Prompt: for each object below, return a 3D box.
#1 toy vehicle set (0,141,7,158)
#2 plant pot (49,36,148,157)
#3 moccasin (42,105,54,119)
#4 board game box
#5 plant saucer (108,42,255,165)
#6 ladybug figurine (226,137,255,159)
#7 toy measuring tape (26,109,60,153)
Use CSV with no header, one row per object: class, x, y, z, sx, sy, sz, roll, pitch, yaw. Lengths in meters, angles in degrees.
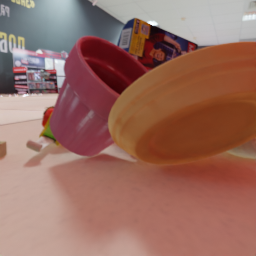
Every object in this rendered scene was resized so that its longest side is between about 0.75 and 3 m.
toy vehicle set,-3.270,0.470,4.687,1.973,0.262,1.226,0,9,0
plant pot,-0.513,-0.411,4.955,1.794,1.606,1.794,30,31,-20
moccasin,-2.876,-0.587,10.523,0.558,0.589,1.527,0,9,-2
board game box,0.847,-1.003,7.631,2.915,2.916,0.899,9,3,-36
plant saucer,1.032,-0.092,3.900,2.595,0.486,2.595,-11,-26,-5
ladybug figurine,2.714,0.115,5.440,1.997,0.718,1.355,-5,10,-29
toy measuring tape,-1.528,-0.065,5.948,0.854,0.854,2.321,0,5,0
